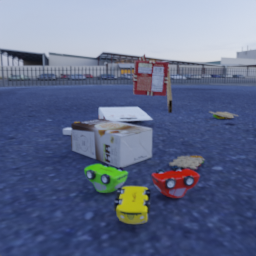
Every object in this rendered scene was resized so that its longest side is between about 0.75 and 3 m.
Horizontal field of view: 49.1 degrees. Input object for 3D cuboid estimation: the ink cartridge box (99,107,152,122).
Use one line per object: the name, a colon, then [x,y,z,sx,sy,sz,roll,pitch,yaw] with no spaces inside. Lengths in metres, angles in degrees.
ink cartridge box: [-0.215,-0.469,14.359,2.289,0.708,2.823,-2,19,-13]

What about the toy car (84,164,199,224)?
toy car: [0.009,1.260,6.007,2.321,0.550,2.467,9,14,38]

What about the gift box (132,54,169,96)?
gift box: [0.631,-1.441,7.635,1.013,1.098,1.025,7,12,-1]

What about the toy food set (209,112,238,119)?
toy food set: [5.412,-0.651,15.903,1.594,0.320,1.100,-2,18,-36]

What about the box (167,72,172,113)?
box: [1.475,-1.378,10.147,0.148,1.388,1.134,-3,-20,8]

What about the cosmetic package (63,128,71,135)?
cosmetic package: [-2.240,0.177,11.869,0.980,0.248,0.405,5,13,21]

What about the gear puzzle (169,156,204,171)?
gear puzzle: [1.764,1.014,8.123,0.789,0.200,1.524,4,9,28]

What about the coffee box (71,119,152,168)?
coffee box: [-0.597,0.398,9.025,2.452,0.977,1.402,12,16,44]
